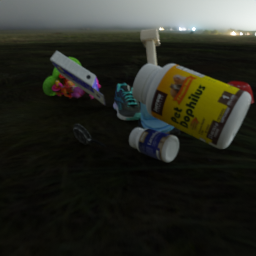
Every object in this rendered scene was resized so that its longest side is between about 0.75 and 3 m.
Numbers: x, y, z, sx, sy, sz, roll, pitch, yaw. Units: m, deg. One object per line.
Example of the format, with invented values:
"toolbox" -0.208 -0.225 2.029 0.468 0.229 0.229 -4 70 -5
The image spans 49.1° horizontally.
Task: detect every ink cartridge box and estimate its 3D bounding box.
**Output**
"ink cartridge box" -1.986 -2.100 12.422 2.627 0.570 2.602 35 -5 0

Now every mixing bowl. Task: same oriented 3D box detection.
"mixing bowl" 5.619 -1.864 14.445 1.719 0.931 1.719 -1 22 0

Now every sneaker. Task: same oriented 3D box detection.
"sneaker" -0.068 -1.193 12.262 1.094 1.287 2.821 -8 24 -18

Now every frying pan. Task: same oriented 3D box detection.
"frying pan" -1.351 0.412 9.309 1.368 0.828 0.223 41 58 13

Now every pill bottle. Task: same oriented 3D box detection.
"pill bottle" 1.585 -0.711 7.486 2.868 1.566 1.566 27 32 23
"pill bottle" 0.757 0.473 8.537 1.402 0.811 0.811 17 27 38

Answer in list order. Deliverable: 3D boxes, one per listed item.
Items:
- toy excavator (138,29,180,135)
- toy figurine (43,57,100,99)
"toy excavator" 0.949 -1.364 9.352 1.453 2.828 2.909 -3 -23 10
"toy figurine" -2.756 -2.272 14.827 2.470 2.015 2.684 29 57 35
